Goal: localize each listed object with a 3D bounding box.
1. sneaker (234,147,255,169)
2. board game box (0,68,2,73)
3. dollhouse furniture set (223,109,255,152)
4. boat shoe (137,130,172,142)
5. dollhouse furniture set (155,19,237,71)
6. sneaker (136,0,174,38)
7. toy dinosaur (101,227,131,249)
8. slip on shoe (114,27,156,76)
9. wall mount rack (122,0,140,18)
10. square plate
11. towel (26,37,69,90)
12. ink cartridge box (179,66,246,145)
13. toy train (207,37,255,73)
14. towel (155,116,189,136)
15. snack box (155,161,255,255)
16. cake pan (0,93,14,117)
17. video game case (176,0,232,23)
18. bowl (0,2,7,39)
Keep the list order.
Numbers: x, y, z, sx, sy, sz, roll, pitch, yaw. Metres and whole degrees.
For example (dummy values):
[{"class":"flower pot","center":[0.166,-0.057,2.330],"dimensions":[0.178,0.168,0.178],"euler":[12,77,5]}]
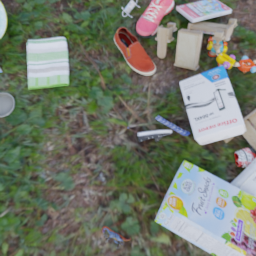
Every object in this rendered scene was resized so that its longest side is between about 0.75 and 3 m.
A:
[{"class":"sneaker","center":[4.255,1.381,9.864],"dimensions":[0.727,0.453,1.356],"euler":[-14,66,-4]},{"class":"board game box","center":[-6.069,-2.567,11.233],"dimensions":[1.471,0.713,1.173],"euler":[-28,71,-9]},{"class":"dollhouse furniture set","center":[5.260,0.385,10.294],"dimensions":[2.759,1.347,2.353],"euler":[-39,77,14]},{"class":"boat shoe","center":[0.989,0.320,10.301],"dimensions":[1.289,0.451,0.427],"euler":[-6,89,-7]},{"class":"dollhouse furniture set","center":[2.900,-3.718,11.876],"dimensions":[2.516,1.441,2.950],"euler":[20,40,25]},{"class":"sneaker","center":[1.112,-5.035,11.956],"dimensions":[0.977,1.150,2.651],"euler":[29,72,11]},{"class":"toy dinosaur","center":[-0.489,3.536,9.178],"dimensions":[0.864,0.454,0.784],"euler":[-11,56,-39]},{"class":"slip on shoe","center":[0.250,-3.114,11.419],"dimensions":[0.898,0.742,2.424],"euler":[-32,77,-15]},{"class":"wall mount rack","center":[0.067,-5.250,12.125],"dimensions":[0.949,0.825,0.354],"euler":[-50,53,13]},{"class":"square plate","center":[4.703,2.080,9.237],"dimensions":[2.074,0.298,2.093],"euler":[43,99,15]},{"class":"towel","center":[-3.312,-2.695,11.486],"dimensions":[1.698,0.349,2.277],"euler":[-8,69,-2]},{"class":"ink cartridge box","center":[3.014,-0.771,10.095],"dimensions":[1.710,0.988,2.343],"euler":[-19,67,20]},{"class":"toy train","center":[4.129,-2.897,11.477],"dimensions":[1.643,0.608,2.187],"euler":[-17,61,-27]},{"class":"towel","center":[1.574,-0.076,10.098],"dimensions":[1.280,0.927,0.153],"euler":[30,89,2]},{"class":"snack box","center":[2.494,2.520,8.590],"dimensions":[2.720,0.921,2.294],"euler":[26,37,11]},{"class":"cake pan","center":[-4.909,-0.863,10.858],"dimensions":[1.056,0.194,1.056],"euler":[0,69,0]},{"class":"video game case","center":[3.266,-5.128,12.158],"dimensions":[1.944,0.170,1.390],"euler":[-18,49,-14]},{"class":"bowl","center":[-6.225,-4.649,11.570],"dimensions":[2.435,2.435,1.310],"euler":[-17,27,-6]}]
